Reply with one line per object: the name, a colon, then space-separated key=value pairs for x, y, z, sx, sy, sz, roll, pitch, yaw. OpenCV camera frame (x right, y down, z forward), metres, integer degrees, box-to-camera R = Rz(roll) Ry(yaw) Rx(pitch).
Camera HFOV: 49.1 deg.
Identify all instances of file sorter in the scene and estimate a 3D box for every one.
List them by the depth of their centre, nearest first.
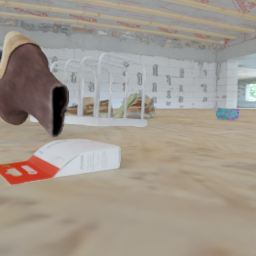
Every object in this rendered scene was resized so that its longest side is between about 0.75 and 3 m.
file sorter: x=-1.053 y=-0.905 z=7.460 sx=2.636 sy=1.641 sz=1.829 roll=3 pitch=1 yaw=40

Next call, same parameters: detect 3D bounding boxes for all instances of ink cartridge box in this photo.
ink cartridge box: x=-0.670 y=0.265 z=2.602 sx=0.958 sy=0.273 sz=0.779 roll=2 pitch=3 yaw=-36

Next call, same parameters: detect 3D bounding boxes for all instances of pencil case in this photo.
pencil case: x=3.901 y=-0.571 z=11.050 sx=0.494 sy=0.455 sz=1.069 roll=-40 pitch=12 yaw=-5

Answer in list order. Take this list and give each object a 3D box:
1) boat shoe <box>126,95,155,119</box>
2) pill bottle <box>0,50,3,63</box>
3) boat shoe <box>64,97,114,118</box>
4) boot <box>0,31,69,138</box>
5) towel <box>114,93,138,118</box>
boat shoe: x=0.524 y=-0.916 z=12.035 sx=1.045 sy=0.991 sz=2.761 roll=1 pitch=5 yaw=13
pill bottle: x=-3.486 y=-1.206 z=7.081 sx=1.135 sy=1.135 sz=2.030 roll=-3 pitch=-7 yaw=-35
boat shoe: x=-1.704 y=-0.831 z=11.540 sx=2.524 sy=0.906 sz=0.956 roll=-5 pitch=7 yaw=-44
boot: x=-1.902 y=-0.441 z=5.352 sx=0.835 sy=2.308 sz=1.920 roll=-17 pitch=54 yaw=-36
towel: x=-0.072 y=-0.979 z=12.366 sx=0.248 sy=1.360 sz=1.009 roll=40 pitch=17 yaw=5
